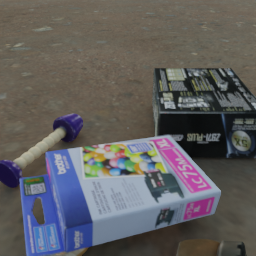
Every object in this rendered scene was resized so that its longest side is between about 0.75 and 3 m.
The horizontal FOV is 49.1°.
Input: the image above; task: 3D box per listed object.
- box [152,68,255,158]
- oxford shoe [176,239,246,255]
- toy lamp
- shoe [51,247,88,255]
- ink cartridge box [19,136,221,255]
[{"bbox_3d":[1.839,-0.523,7.285,2.322,1.221,2.835,0,31,2],"label":"box"},{"bbox_3d":[0.553,2.357,2.986,1.146,0.986,2.714,-1,24,28],"label":"oxford shoe"},{"bbox_3d":[-1.857,0.368,6.387,0.699,0.699,2.402,13,35,21],"label":"toy lamp"},{"bbox_3d":[-0.693,1.557,4.599,0.563,0.429,1.609,21,37,34],"label":"shoe"},{"bbox_3d":[-0.220,0.941,4.669,2.970,0.623,1.772,-9,33,-20],"label":"ink cartridge box"}]
